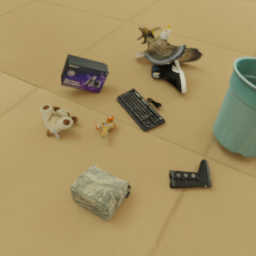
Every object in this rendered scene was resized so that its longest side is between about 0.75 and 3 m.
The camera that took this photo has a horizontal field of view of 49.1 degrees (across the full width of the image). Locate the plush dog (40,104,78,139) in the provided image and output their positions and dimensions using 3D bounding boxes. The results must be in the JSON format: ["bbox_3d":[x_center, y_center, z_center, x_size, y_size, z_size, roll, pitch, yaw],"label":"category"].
[{"bbox_3d":[-2.614,-0.302,10.695,1.357,1.089,1.166,32,35,9],"label":"plush dog"}]

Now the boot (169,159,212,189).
[{"bbox_3d":[1.990,1.492,9.198,1.316,0.432,1.085,-2,44,4],"label":"boot"}]

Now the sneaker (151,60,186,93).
[{"bbox_3d":[1.746,-2.296,12.655,1.345,0.879,2.405,-11,46,3],"label":"sneaker"}]

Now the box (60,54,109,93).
[{"bbox_3d":[-1.847,-2.251,11.828,1.731,1.221,0.682,8,43,-25],"label":"box"}]

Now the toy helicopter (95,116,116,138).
[{"bbox_3d":[-0.895,0.007,10.381,0.769,0.458,1.162,-6,30,5],"label":"toy helicopter"}]

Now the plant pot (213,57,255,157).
[{"bbox_3d":[4.269,-0.570,9.402,2.655,2.600,2.655,9,39,-7],"label":"plant pot"}]

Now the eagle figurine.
[{"bbox_3d":[1.714,-3.752,13.174,2.204,2.192,2.904,-40,71,-8],"label":"eagle figurine"}]

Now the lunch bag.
[{"bbox_3d":[-0.798,1.857,8.375,1.471,1.025,1.234,23,52,20],"label":"lunch bag"}]

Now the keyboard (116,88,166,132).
[{"bbox_3d":[0.626,-0.869,11.492,1.389,0.297,2.314,-25,52,-18],"label":"keyboard"}]
